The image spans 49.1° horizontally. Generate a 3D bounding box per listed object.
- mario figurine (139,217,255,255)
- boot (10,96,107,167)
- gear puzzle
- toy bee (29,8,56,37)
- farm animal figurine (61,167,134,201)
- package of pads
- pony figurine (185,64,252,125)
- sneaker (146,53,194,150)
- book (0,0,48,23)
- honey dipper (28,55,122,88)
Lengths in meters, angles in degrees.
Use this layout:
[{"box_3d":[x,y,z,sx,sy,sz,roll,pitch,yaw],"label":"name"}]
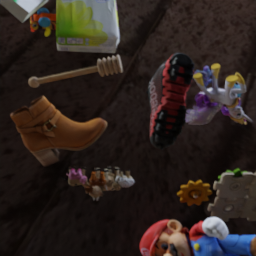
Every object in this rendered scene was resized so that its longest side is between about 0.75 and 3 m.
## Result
[{"box_3d":[1.361,2.576,5.485,2.472,1.310,1.526,-2,65,24],"label":"mario figurine"},{"box_3d":[-1.738,-0.145,7.182,2.102,1.632,0.806,-27,24,-2],"label":"boot"},{"box_3d":[2.548,1.482,6.364,2.938,1.522,0.385,-1,32,-3],"label":"gear puzzle"},{"box_3d":[-3.161,-3.874,10.134,1.716,0.933,1.123,21,57,-22],"label":"toy bee"},{"box_3d":[-0.743,1.341,6.744,1.370,1.386,0.723,0,90,-34],"label":"farm animal figurine"},{"box_3d":[-1.417,-3.869,9.743,2.094,0.924,2.710,-1,66,-11],"label":"package of pads"},{"box_3d":[2.373,-0.814,7.550,1.757,1.820,1.516,15,59,40],"label":"pony figurine"},{"box_3d":[1.044,-0.713,7.879,0.934,1.291,2.643,13,87,-24],"label":"sneaker"},{"box_3d":[-3.695,-4.685,9.325,1.766,0.635,2.643,39,33,-23],"label":"book"},{"box_3d":[-1.679,-1.720,8.733,2.970,0.564,0.564,-10,58,4],"label":"honey dipper"}]
